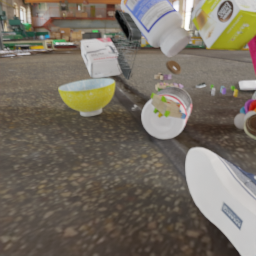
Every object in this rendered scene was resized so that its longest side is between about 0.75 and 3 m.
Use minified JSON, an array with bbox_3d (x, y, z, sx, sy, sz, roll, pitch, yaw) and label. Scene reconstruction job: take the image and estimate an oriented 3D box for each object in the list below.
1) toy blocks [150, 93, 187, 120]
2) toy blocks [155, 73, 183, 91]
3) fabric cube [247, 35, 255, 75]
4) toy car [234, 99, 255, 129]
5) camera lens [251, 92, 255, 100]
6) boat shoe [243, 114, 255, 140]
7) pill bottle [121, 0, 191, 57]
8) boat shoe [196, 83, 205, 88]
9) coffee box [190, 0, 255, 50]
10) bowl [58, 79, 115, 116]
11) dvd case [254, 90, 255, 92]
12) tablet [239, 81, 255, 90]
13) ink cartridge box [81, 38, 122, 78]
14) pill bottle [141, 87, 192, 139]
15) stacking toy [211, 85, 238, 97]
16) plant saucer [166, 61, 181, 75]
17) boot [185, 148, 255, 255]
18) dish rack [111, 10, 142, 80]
[{"bbox_3d":[0.935,-0.462,6.253,0.612,0.447,0.895,9,23,-26],"label":"toy blocks"},{"bbox_3d":[1.925,-1.828,12.477,1.197,1.423,1.329,-8,21,-6],"label":"toy blocks"},{"bbox_3d":[5.303,-2.931,9.102,2.306,2.343,2.351,-9,-26,16],"label":"fabric cube"},{"bbox_3d":[4.160,-0.477,9.154,1.122,0.962,1.283,-5,-4,-14],"label":"toy car"},{"bbox_3d":[5.461,-0.981,10.925,0.898,0.898,1.122,-18,27,-40],"label":"camera lens"},{"bbox_3d":[4.741,-0.084,7.759,2.778,1.026,1.028,4,-19,12],"label":"boat shoe"},{"bbox_3d":[0.947,-3.546,9.231,1.339,1.339,2.390,-24,73,-49],"label":"pill bottle"},{"bbox_3d":[4.135,-2.441,15.958,0.767,0.217,0.263,-17,26,-39],"label":"boat shoe"},{"bbox_3d":[2.987,-3.283,8.217,1.413,1.411,1.397,-5,62,-28],"label":"coffee box"},{"bbox_3d":[-1.510,-1.125,10.813,2.152,1.158,2.152,-6,20,2],"label":"bowl"},{"bbox_3d":[7.400,-1.808,14.273,1.068,0.176,1.421,-11,22,-26],"label":"dvd case"},{"bbox_3d":[7.119,-2.382,15.511,1.775,0.186,2.728,2,16,19],"label":"tablet"},{"bbox_3d":[-1.039,-2.701,10.706,1.204,0.701,1.654,-12,50,-16],"label":"ink cartridge box"},{"bbox_3d":[1.388,-0.635,9.314,1.341,1.341,2.422,7,21,18],"label":"pill bottle"},{"bbox_3d":[4.865,-1.900,14.334,1.197,0.373,1.587,6,19,11],"label":"stacking toy"},{"bbox_3d":[2.004,-2.658,12.216,0.773,0.114,0.773,14,54,-21],"label":"plant saucer"},{"bbox_3d":[2.122,1.271,4.806,1.307,1.052,2.893,1,26,-17],"label":"boot"},{"bbox_3d":[-0.096,-1.756,6.139,0.357,1.308,1.003,-4,49,-21],"label":"dish rack"}]
